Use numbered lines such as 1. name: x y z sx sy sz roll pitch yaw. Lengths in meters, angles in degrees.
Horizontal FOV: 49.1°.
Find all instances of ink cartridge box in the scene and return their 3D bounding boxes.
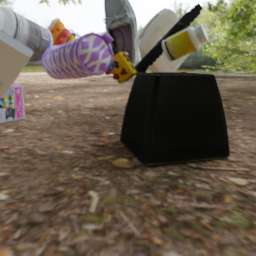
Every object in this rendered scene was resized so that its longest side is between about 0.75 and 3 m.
1. ink cartridge box: -4.747 -0.806 9.944 0.468 1.331 2.230 10 17 33

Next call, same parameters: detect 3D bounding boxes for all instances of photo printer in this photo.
1. photo printer: 1.454 -3.469 11.753 0.903 2.164 2.601 38 -1 40

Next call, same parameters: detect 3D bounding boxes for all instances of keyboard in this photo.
1. keyboard: 1.096 -2.423 7.747 0.310 2.414 1.450 43 -3 -10

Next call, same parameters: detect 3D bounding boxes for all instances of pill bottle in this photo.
1. pill bottle: -3.297 -2.675 8.008 1.193 1.193 2.096 7 0 28
2. pill bottle: 1.358 -2.038 6.688 1.000 0.562 0.562 -21 3 28

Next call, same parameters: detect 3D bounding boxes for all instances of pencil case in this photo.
1. pencil case: -1.311 -1.739 6.911 0.993 1.012 2.367 35 -16 -36

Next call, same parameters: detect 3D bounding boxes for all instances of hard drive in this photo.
1. hard drive: -3.336 -1.600 6.817 1.360 0.275 2.062 31 -39 -25

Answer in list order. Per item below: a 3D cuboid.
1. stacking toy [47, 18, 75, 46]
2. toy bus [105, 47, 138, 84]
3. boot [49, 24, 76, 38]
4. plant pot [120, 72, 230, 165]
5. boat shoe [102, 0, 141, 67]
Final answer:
1. stacking toy: -2.210 -3.102 10.081 1.513 1.106 1.106 31 8 -13
2. toy bus: -0.258 -1.770 7.513 1.193 0.617 1.126 34 30 -43
3. boot: -2.978 -3.759 12.458 1.362 2.069 0.722 14 -36 -21
4. plant pot: 1.091 -0.412 7.056 2.189 1.946 2.194 -4 15 -16
5. boat shoe: -0.194 -2.904 8.806 0.991 2.690 0.863 -6 21 13
